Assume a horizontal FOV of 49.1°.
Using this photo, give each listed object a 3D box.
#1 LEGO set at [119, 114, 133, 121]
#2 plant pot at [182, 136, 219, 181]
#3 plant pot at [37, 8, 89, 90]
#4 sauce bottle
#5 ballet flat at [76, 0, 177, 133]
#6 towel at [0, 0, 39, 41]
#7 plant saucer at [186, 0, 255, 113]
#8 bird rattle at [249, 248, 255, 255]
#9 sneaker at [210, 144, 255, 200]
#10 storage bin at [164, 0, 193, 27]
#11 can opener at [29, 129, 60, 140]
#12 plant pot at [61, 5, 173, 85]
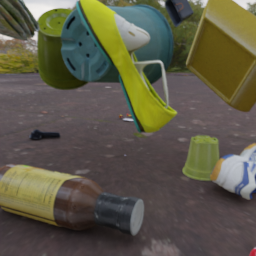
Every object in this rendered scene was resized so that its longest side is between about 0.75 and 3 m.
[{"bbox_3d":[0.355,-0.523,12.640,1.473,0.362,1.101,9,14,30],"label":"LEGO set"},{"bbox_3d":[1.857,0.691,6.914,0.973,0.894,0.973,0,14,0],"label":"plant pot"},{"bbox_3d":[-1.892,-2.399,8.250,1.866,1.797,1.866,1,59,-2],"label":"plant pot"},{"bbox_3d":[-1.107,1.252,4.851,2.783,0.901,0.901,8,17,22],"label":"sauce bottle"},{"bbox_3d":[0.103,-1.292,5.467,0.990,2.953,0.987,-23,15,16],"label":"ballet flat"},{"bbox_3d":[-2.447,-1.918,3.807,2.079,0.501,1.780,16,-4,0],"label":"towel"},{"bbox_3d":[2.542,-1.810,7.379,0.610,2.519,2.520,-31,65,-21],"label":"plant saucer"},{"bbox_3d":[2.589,1.688,2.452,2.712,1.528,2.211,-7,32,-13],"label":"bird rattle"},{"bbox_3d":[2.815,1.020,6.277,2.254,0.848,0.993,-14,38,-40],"label":"sneaker"},{"bbox_3d":[1.447,-3.311,7.768,0.510,0.759,0.552,-30,4,-13],"label":"storage bin"},{"bbox_3d":[-2.914,0.261,9.851,1.044,0.411,0.331,1,-24,-9],"label":"can opener"},{"bbox_3d":[-0.345,-2.127,7.266,2.314,2.314,2.266,10,16,32],"label":"plant pot"}]
